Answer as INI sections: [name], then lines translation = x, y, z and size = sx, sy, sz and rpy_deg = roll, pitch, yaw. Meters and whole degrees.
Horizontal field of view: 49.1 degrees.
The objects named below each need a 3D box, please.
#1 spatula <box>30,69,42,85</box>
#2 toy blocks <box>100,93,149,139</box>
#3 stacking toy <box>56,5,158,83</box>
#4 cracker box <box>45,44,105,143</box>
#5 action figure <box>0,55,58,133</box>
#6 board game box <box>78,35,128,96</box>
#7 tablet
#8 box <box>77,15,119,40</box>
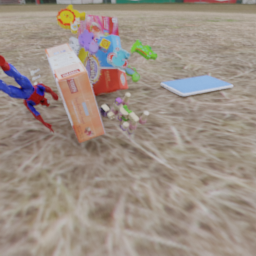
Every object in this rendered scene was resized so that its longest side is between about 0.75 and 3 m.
[spatula]
translation = -3.076, -1.664, 9.423
size = 0.069, 0.595, 0.856
rpy_deg = -14, 8, -37
[toy blocks]
translation = -0.158, -0.222, 7.199
size = 0.979, 0.824, 0.915
rpy_deg = -33, 72, -33
[stacking toy]
translation = -0.655, -2.102, 7.742
size = 2.623, 0.616, 1.978
rpy_deg = 25, -10, -6
[cracker box]
translation = -1.437, -1.006, 7.285
size = 0.732, 1.699, 2.537
rpy_deg = -20, 34, -11
[action figure]
translation = -2.424, -0.751, 7.107
size = 1.415, 0.933, 2.858
rpy_deg = 39, -2, 9
[board game box]
translation = -1.112, -1.828, 8.885
size = 2.122, 1.624, 0.428
rpy_deg = -9, 2, 33
[tablet]
translation = 2.759, -1.718, 11.335
size = 2.509, 0.171, 1.633
rpy_deg = -12, 29, -24
[box]
translation = -1.079, -2.690, 10.276
size = 1.244, 2.496, 1.192
rpy_deg = -7, 5, -28
